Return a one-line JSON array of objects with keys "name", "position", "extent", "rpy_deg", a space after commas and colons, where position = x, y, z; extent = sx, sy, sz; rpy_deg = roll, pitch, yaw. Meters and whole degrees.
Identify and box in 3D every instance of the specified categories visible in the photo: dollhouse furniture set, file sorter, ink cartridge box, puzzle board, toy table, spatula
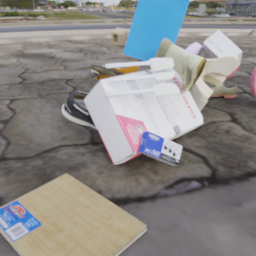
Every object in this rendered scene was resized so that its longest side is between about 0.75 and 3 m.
[{"name": "dollhouse furniture set", "position": [0.649, -2.094, 9.978], "extent": [2.119, 2.674, 1.898], "rpy_deg": [17, 31, 22]}, {"name": "file sorter", "position": [0.743, -2.734, 7.710], "extent": [1.233, 1.777, 1.090], "rpy_deg": [18, 17, -1]}, {"name": "ink cartridge box", "position": [3.255, -2.483, 9.690], "extent": [1.154, 0.663, 1.590], "rpy_deg": [50, 9, 17]}, {"name": "puzzle board", "position": [-1.124, 1.700, 4.986], "extent": [2.358, 0.205, 1.777], "rpy_deg": [21, 33, 39]}, {"name": "toy table", "position": [2.341, -1.733, 9.349], "extent": [1.502, 2.357, 2.565], "rpy_deg": [38, 50, 11]}, {"name": "ink cartridge box", "position": [0.477, -0.419, 7.378], "extent": [2.618, 1.918, 1.084], "rpy_deg": [-20, -10, -38]}, {"name": "spatula", "position": [0.281, -1.126, 6.232], "extent": [1.585, 0.127, 1.102], "rpy_deg": [-5, 63, 0]}, {"name": "ink cartridge box", "position": [0.737, 0.480, 6.298], "extent": [1.032, 0.485, 0.228], "rpy_deg": [24, -17, -29]}]

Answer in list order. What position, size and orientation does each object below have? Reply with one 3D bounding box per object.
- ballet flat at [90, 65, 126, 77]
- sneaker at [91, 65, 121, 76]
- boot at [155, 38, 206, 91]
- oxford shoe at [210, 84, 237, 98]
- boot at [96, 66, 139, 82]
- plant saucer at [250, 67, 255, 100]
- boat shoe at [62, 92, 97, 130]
[{"name": "ballet flat", "position": [-0.359, -1.543, 8.572], "extent": [1.745, 0.405, 0.588], "rpy_deg": [19, 16, 1]}, {"name": "sneaker", "position": [-1.162, -3.128, 14.993], "extent": [1.626, 0.630, 0.647], "rpy_deg": [-3, 16, -6]}, {"name": "boot", "position": [1.266, -1.577, 7.078], "extent": [1.196, 0.558, 1.547], "rpy_deg": [33, -8, 10]}, {"name": "oxford shoe", "position": [3.726, -1.596, 11.665], "extent": [1.525, 0.563, 0.540], "rpy_deg": [5, 25, 10]}, {"name": "boot", "position": [-0.408, -2.190, 11.001], "extent": [1.132, 1.581, 0.556], "rpy_deg": [36, 13, -40]}, {"name": "plant saucer", "position": [5.078, -1.729, 10.241], "extent": [1.789, 1.789, 0.454], "rpy_deg": [-13, 19, -26]}, {"name": "boat shoe", "position": [-0.610, -0.383, 7.835], "extent": [2.383, 0.719, 0.880], "rpy_deg": [20, 52, -20]}]
